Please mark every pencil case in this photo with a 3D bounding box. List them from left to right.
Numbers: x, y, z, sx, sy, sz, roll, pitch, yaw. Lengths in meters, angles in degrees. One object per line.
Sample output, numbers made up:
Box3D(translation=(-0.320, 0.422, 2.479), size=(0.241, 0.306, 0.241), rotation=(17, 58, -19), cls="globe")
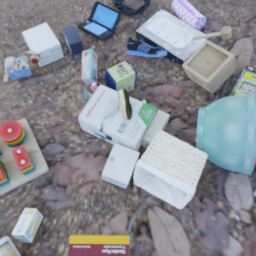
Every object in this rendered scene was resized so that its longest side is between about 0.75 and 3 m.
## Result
Box3D(translation=(2.785, -5.296, 12.977), size=(0.786, 0.800, 1.872), rotation=(-43, 66, 10), cls="pencil case")

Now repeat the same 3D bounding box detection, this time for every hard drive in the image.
Box3D(translation=(1.941, -4.054, 12.503), size=(2.699, 0.511, 1.886), rotation=(39, 69, 17), cls="hard drive")

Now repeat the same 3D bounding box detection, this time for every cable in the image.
Box3D(translation=(0.151, -6.090, 13.470), size=(1.608, 0.501, 1.971), rotation=(-29, 62, -11), cls="cable")

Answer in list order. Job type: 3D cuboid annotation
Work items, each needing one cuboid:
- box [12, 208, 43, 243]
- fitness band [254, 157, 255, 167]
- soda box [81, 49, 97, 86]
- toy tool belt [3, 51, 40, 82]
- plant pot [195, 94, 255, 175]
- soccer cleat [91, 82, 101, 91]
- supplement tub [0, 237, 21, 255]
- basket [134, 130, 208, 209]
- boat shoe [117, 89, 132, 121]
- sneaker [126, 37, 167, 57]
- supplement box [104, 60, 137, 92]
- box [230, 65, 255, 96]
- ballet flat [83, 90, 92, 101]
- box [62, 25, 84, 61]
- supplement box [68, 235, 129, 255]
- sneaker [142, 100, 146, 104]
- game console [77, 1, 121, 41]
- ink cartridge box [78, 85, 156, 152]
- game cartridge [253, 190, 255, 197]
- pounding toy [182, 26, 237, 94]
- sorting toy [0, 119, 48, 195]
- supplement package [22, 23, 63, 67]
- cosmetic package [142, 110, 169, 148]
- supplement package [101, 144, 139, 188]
Box3D(translation=(-3.102, 3.012, 8.684), size=(0.449, 0.498, 0.885), rotation=(-4, 43, 19), cls="box")
Box3D(translation=(4.975, 0.999, 9.839), size=(1.239, 0.232, 0.890), rotation=(-37, 41, -13), cls="fitness band")
Box3D(translation=(-1.610, -2.539, 11.676), size=(0.515, 0.479, 1.507), rotation=(-12, 62, 15), cls="soda box")
Box3D(translation=(-4.284, -2.366, 11.276), size=(1.555, 0.971, 0.956), rotation=(-14, 54, 13), cls="toy tool belt")
Box3D(translation=(3.187, 0.154, 9.322), size=(1.761, 2.628, 2.628), rotation=(4, 62, 16), cls="plant pot")
Box3D(translation=(-1.101, -1.611, 11.109), size=(0.332, 0.868, 0.290), rotation=(-41, 64, 30), cls="soccer cleat")
Box3D(translation=(-3.564, 3.910, 8.104), size=(0.881, 0.881, 1.217), rotation=(-35, 82, -17), cls="supplement tub")
Box3D(translation=(1.339, 1.362, 8.964), size=(1.878, 1.862, 1.511), rotation=(28, 64, 13), cls="basket")
Box3D(translation=(-0.140, -0.782, 9.766), size=(0.376, 0.419, 1.132), rotation=(-16, 76, 37), cls="boat shoe")
Box3D(translation=(0.767, -3.377, 11.666), size=(1.761, 0.686, 0.618), rotation=(9, 28, 14), cls="sneaker")
Box3D(translation=(-0.282, -1.905, 11.083), size=(1.054, 1.055, 0.708), rotation=(-29, 66, -16), cls="supplement box")
Box3D(translation=(5.117, -0.782, 9.982), size=(2.861, 1.954, 0.539), rotation=(26, 42, 13), cls="box")
Box3D(translation=(-1.516, -1.195, 11.207), size=(0.268, 0.272, 0.798), rotation=(-16, 67, -31), cls="ballet flat")
Box3D(translation=(-2.326, -3.667, 12.041), size=(0.559, 0.978, 1.074), rotation=(-20, 64, -10), cls="box")
Box3D(translation=(-0.723, 4.088, 7.296), size=(1.490, 2.245, 2.214), rotation=(1, 63, -1), cls="supplement box")
Box3D(translation=(0.453, -0.908, 11.018), size=(0.808, 0.326, 0.467), rotation=(29, 62, 6), cls="sneaker")
Box3D(translation=(-1.311, -4.822, 12.601), size=(1.547, 0.900, 1.361), rotation=(32, 52, 18), cls="game console")
Box3D(translation=(-0.388, -0.325, 10.314), size=(2.327, 0.966, 1.705), rotation=(25, 65, 12), cls="ink cartridge box")
Box3D(translation=(5.639, 1.995, 9.424), size=(2.515, 0.509, 1.677), rotation=(-38, 65, -17), cls="game cartridge")
Box3D(translation=(3.339, -2.864, 11.174), size=(2.284, 1.045, 2.006), rotation=(-47, 55, 3), cls="pounding toy")
Box3D(translation=(-4.383, 0.939, 9.746), size=(2.359, 0.821, 2.344), rotation=(-27, 66, -13), cls="sorting toy")
Box3D(translation=(-3.666, -3.593, 12.092), size=(1.143, 0.814, 1.468), rotation=(-28, 66, -14), cls="supplement package")
Box3D(translation=(1.002, 0.097, 10.267), size=(0.488, 0.691, 1.334), rotation=(26, 67, 12), cls="cosmetic package")
Box3D(translation=(-0.276, 1.306, 9.600), size=(0.929, 0.661, 1.193), rotation=(21, 64, 3), cls="supplement package")
